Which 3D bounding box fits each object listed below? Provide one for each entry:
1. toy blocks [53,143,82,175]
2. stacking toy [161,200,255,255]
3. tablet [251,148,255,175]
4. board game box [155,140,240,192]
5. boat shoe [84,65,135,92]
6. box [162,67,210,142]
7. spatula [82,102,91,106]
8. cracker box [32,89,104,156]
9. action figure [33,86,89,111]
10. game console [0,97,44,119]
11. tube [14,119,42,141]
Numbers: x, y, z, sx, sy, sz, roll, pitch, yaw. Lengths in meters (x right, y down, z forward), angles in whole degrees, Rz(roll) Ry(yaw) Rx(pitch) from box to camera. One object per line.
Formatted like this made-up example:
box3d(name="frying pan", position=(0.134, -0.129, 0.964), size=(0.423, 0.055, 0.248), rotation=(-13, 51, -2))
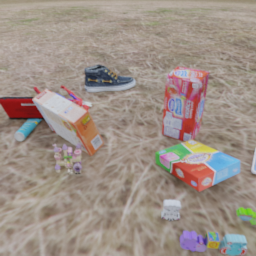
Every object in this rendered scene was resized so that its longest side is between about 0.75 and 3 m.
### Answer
box3d(name="toy blocks", position=(-1.976, 0.898, 9.146), size=(0.915, 0.824, 0.979), rotation=(-2, 32, -4))
box3d(name="stacking toy", position=(1.995, 2.719, 6.499), size=(2.623, 0.616, 1.978), rotation=(4, 33, 3))
box3d(name="tablet", position=(5.382, 1.350, 9.045), size=(2.509, 0.171, 1.633), rotation=(15, 34, 22))
box3d(name="board game box", position=(2.111, 1.084, 8.811), size=(1.624, 0.428, 2.122), rotation=(-17, 23, -25))
box3d(name="boat shoe", position=(-0.918, -2.617, 14.479), size=(2.715, 1.232, 0.961), rotation=(-9, 33, -14))
box3d(name="box", position=(2.098, -0.859, 10.405), size=(1.244, 2.496, 1.192), rotation=(17, 37, 25))
box3d(name="spatula", position=(-2.115, -1.154, 12.965), size=(0.856, 0.069, 0.595), rotation=(11, 23, -11))
box3d(name="cracker box", position=(-2.152, -0.229, 10.041), size=(2.537, 1.699, 0.732), rotation=(27, 61, 36))
box3d(name="action figure", position=(-3.056, -1.286, 11.938), size=(2.858, 1.415, 0.933), rotation=(15, 70, 15))
box3d(name="game console", position=(-3.938, -1.109, 11.997), size=(2.312, 1.992, 1.372), rotation=(0, 58, 0))
box3d(name="tube", position=(-3.990, -0.002, 11.122), size=(0.592, 0.385, 1.530), rotation=(5, 27, 3))
